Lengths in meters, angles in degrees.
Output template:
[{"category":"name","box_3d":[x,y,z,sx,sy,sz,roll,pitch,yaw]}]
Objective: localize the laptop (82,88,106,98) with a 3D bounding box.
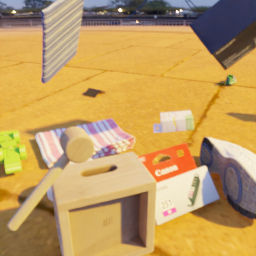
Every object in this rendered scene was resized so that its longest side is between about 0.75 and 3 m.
[{"category":"laptop","box_3d":[-1.614,-1.628,13.414,0.755,0.467,0.806,15,1,28]}]

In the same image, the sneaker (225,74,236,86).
[{"category":"sneaker","box_3d":[5.498,-2.614,14.925,0.501,0.547,1.284,11,27,23]}]

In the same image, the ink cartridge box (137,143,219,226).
[{"category":"ink cartridge box","box_3d":[0.993,1.121,6.094,1.683,1.461,0.366,-13,-16,-26]}]

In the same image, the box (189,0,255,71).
[{"category":"box","box_3d":[2.916,-2.683,7.295,1.043,2.004,1.825,59,23,17]}]

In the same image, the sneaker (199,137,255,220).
[{"category":"sneaker","box_3d":[2.754,1.003,6.642,1.277,1.092,2.932,1,25,-9]}]

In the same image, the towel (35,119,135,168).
[{"category":"towel","box_3d":[-1.386,0.344,8.758,2.733,0.409,2.000,-12,27,-25]}]

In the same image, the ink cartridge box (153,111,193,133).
[{"category":"ink cartridge box","box_3d":[1.132,-0.162,7.183,0.999,0.336,0.585,-5,23,6]}]

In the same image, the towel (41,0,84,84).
[{"category":"towel","box_3d":[-1.518,-2.074,6.309,0.245,2.051,1.485,29,54,3]}]

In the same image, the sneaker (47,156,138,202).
[{"category":"sneaker","box_3d":[-0.476,1.249,6.181,2.517,0.942,1.254,-9,27,-19]}]

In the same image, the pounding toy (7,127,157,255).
[{"category":"pounding toy","box_3d":[-0.789,1.048,4.671,2.253,2.565,1.173,-9,26,-18]}]

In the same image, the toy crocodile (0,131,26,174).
[{"category":"toy crocodile","box_3d":[-3.352,0.650,7.937,0.736,0.673,2.181,-12,32,-26]}]
